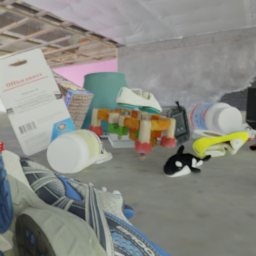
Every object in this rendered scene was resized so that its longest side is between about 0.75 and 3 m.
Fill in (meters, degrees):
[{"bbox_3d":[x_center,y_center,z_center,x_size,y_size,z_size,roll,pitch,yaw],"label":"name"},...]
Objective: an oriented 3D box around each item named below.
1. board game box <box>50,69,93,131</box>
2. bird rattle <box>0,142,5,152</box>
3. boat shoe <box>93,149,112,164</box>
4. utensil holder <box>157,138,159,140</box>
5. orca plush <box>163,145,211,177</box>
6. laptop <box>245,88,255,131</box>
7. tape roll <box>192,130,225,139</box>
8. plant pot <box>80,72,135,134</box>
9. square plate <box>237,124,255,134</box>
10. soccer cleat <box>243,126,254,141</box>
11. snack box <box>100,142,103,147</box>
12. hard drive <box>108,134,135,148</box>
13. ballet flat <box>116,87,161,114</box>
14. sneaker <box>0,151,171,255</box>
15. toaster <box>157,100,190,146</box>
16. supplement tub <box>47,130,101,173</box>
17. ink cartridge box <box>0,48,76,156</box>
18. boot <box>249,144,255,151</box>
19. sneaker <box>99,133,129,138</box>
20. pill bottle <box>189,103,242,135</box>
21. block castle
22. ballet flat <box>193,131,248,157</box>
[{"bbox_3d":[-3.215,-1.058,11.961,2.746,2.189,1.330,32,20,23],"label":"board game box"},{"bbox_3d":[-4.210,0.600,7.823,1.423,0.801,1.160,1,-11,-22],"label":"bird rattle"},{"bbox_3d":[-0.735,0.748,7.875,0.347,0.341,0.978,2,6,24],"label":"boat shoe"},{"bbox_3d":[1.053,0.173,11.927,0.860,0.731,0.731,-5,7,-22],"label":"utensil holder"},{"bbox_3d":[1.443,0.718,6.801,1.708,0.607,0.898,-4,7,-35],"label":"orca plush"},{"bbox_3d":[6.368,-0.639,12.183,2.100,1.300,2.243,12,-10,36],"label":"laptop"},{"bbox_3d":[3.233,0.376,10.816,1.480,0.270,1.480,8,12,-2],"label":"tape roll"},{"bbox_3d":[-1.056,-1.157,13.412,2.993,2.812,2.993,-2,1,0],"label":"plant pot"},{"bbox_3d":[6.186,0.024,15.313,2.479,0.356,2.503,2,6,14],"label":"square plate"},{"bbox_3d":[5.169,0.211,12.063,0.481,0.597,1.402,3,7,29],"label":"soccer cleat"},{"bbox_3d":[-1.679,0.556,10.604,1.575,0.192,0.566,5,8,44],"label":"snack box"},{"bbox_3d":[-0.038,0.467,11.118,1.363,0.276,2.066,-1,6,-8],"label":"hard drive"},{"bbox_3d":[0.459,-0.909,9.226,0.735,0.735,2.118,5,-2,42],"label":"ballet flat"},{"bbox_3d":[-0.656,1.005,2.801,1.230,1.112,2.887,8,7,-35],"label":"sneaker"},{"bbox_3d":[1.585,-0.190,10.540,0.976,1.718,1.110,-22,17,-27],"label":"toaster"},{"bbox_3d":[-1.267,0.553,6.732,0.943,0.943,1.300,1,5,13],"label":"supplement tub"},{"bbox_3d":[-2.805,-0.748,8.351,1.603,2.763,0.937,-23,-1,-16],"label":"ink cartridge box"},{"bbox_3d":[4.973,0.327,9.402,1.434,0.522,1.523,-22,-12,41],"label":"boot"},{"bbox_3d":[-0.629,0.147,12.524,1.402,0.634,0.466,2,7,13],"label":"sneaker"},{"bbox_3d":[4.296,-0.458,13.902,1.566,1.566,2.879,-1,5,-11],"label":"pill bottle"},{"bbox_3d":[0.104,0.130,8.850,2.541,1.192,1.698,15,15,42],"label":"block castle"},{"bbox_3d":[2.909,0.554,8.539,1.908,0.637,0.639,-7,41,-12],"label":"ballet flat"}]
